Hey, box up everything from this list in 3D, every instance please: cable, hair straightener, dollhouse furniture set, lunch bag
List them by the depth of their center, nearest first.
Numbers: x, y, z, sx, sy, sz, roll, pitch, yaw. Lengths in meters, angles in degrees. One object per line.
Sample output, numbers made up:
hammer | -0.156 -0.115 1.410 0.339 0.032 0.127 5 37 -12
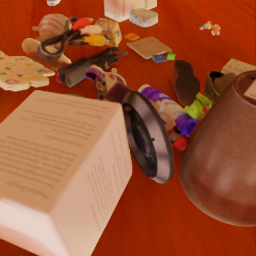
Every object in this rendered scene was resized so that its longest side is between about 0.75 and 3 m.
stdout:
dollhouse furniture set | -0.087 -0.740 7.110 1.528 1.211 1.085 27 36 -31
cable | -1.758 -2.898 8.576 1.380 0.715 2.842 51 37 1
hair straightener | -0.939 -2.048 9.225 1.082 0.576 2.813 28 46 35
lunch bag | 0.668 -4.764 11.994 0.919 0.442 1.146 -35 54 -30

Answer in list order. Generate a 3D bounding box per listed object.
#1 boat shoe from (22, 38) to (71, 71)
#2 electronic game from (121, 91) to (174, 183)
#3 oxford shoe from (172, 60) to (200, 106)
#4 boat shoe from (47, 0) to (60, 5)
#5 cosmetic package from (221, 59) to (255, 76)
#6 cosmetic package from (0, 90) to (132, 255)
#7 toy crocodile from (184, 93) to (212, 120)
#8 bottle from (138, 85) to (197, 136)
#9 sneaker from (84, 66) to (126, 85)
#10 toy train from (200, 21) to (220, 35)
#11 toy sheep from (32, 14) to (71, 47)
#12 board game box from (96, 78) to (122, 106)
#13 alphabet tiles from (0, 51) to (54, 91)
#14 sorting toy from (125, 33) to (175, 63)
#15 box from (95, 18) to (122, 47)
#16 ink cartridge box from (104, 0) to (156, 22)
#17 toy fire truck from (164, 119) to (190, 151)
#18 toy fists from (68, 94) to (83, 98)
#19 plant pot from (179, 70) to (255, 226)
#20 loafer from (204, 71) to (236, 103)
boat shoe | -2.556 -2.341 8.919 0.604 1.705 0.591 -36 45 26
electronic game | 0.359 0.198 5.760 0.412 1.981 1.981 -21 48 -17
oxford shoe | 1.631 -1.193 8.179 0.721 0.720 2.021 9 40 -2
boat shoe | -3.546 -6.808 13.747 0.672 0.863 1.900 3 45 3
cosmetic package | 3.709 -1.540 8.680 1.492 0.545 0.772 29 51 27
cosmetic package | -1.154 0.738 4.511 1.723 1.713 2.059 12 47 21
toy crocodile | 1.860 -0.468 7.107 0.527 0.576 1.707 47 18 17
bottle | 0.962 -0.517 7.510 0.778 0.608 1.862 0 37 -43
sneaker | -0.716 -1.387 8.332 1.338 0.540 0.558 22 34 13
toy train | 3.425 -4.122 11.488 0.883 0.246 0.664 33 53 28
toy sheep | -2.631 -3.536 10.060 1.203 1.203 1.745 13 55 13
board game box | -0.453 -0.748 7.571 0.301 0.878 1.062 -24 43 -27
alphabet tiles | -3.829 -1.835 8.526 2.875 0.210 2.812 30 32 26
sorting toy | 0.748 -2.881 10.214 1.282 0.310 2.277 -21 49 -26
box | -0.730 -3.423 10.064 0.760 0.789 0.481 19 69 19
ink cartridge box | 0.114 -5.962 12.254 2.410 1.749 1.005 -35 52 -30
toy fire truck | 1.050 0.139 6.379 0.723 0.821 0.528 41 101 16
toy fists | -1.928 -0.343 7.154 1.796 0.618 0.916 0 35 28
plant pot | 2.327 0.250 5.472 2.337 2.500 2.337 0 45 0
loafer | 2.483 -0.973 7.119 0.812 0.752 2.160 -17 24 -5
